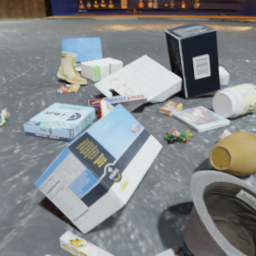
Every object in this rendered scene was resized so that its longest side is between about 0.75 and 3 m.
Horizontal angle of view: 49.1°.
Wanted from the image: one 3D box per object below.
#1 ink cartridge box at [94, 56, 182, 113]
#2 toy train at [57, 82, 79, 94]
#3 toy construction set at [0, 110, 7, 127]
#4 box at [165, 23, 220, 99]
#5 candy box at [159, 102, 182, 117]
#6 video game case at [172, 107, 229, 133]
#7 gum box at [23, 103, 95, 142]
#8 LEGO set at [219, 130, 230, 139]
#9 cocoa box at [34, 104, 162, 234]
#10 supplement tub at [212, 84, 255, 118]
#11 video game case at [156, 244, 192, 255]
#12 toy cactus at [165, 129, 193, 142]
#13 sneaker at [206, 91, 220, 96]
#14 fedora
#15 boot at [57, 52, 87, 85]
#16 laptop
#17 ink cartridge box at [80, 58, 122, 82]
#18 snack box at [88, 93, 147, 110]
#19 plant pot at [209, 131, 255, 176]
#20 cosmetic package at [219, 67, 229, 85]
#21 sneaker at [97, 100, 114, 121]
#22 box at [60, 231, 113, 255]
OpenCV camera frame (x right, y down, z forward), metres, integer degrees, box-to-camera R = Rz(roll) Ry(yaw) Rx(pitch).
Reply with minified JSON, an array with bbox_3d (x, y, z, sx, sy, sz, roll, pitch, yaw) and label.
[{"bbox_3d":[0.427,-1.705,11.764,2.895,0.726,2.348,-35,55,-19],"label":"ink cartridge box"},{"bbox_3d":[-2.702,-1.877,12.837,0.851,0.315,1.133,5,27,8],"label":"toy train"},{"bbox_3d":[-4.565,-0.256,9.550,0.933,0.430,0.612,-21,32,-16],"label":"toy construction set"},{"bbox_3d":[2.782,-3.021,12.309,1.602,2.586,2.542,-14,27,-1],"label":"box"},{"bbox_3d":[1.619,-0.717,10.612,0.502,0.243,0.860,19,31,33],"label":"candy box"},{"bbox_3d":[2.550,-0.336,9.928,1.366,0.172,1.499,-13,29,-24],"label":"video game case"},{"bbox_3d":[-2.238,-0.246,9.455,1.624,0.426,1.912,8,28,16],"label":"gum box"},{"bbox_3d":[3.441,0.616,7.350,0.877,1.084,2.357,12,-7,-21],"label":"LEGO set"},{"bbox_3d":[-0.518,0.733,5.773,1.400,1.423,2.134,45,35,-1],"label":"cocoa box"},{"bbox_3d":[3.929,-0.960,10.145,1.491,1.081,1.081,-15,30,-27],"label":"supplement tub"},{"bbox_3d":[0.581,2.576,4.109,1.614,0.178,1.471,-13,30,-23],"label":"video game case"},{"bbox_3d":[1.490,0.200,8.403,0.850,0.434,0.701,6,-10,23],"label":"toy cactus"},{"bbox_3d":[3.711,-1.614,12.344,0.763,0.287,0.399,6,31,19],"label":"sneaker"},{"bbox_3d":[1.640,1.673,4.612,2.099,0.948,1.856,7,40,-34],"label":"fedora"},{"bbox_3d":[-2.642,-2.902,13.590,1.751,1.361,0.637,24,19,27],"label":"boot"},{"bbox_3d":[-2.667,-4.321,16.429,2.394,1.482,2.557,-5,27,-9],"label":"laptop"},{"bbox_3d":[-1.381,-3.077,14.730,1.811,0.761,1.318,-19,32,-33],"label":"ink cartridge box"},{"bbox_3d":[-0.350,-0.965,10.327,2.109,0.256,0.758,-8,-8,2],"label":"snack box"},{"bbox_3d":[2.441,0.642,6.588,1.186,1.105,1.105,-1,20,-44],"label":"plant pot"},{"bbox_3d":[4.466,-2.629,14.067,0.793,0.578,1.560,1,28,2],"label":"cosmetic package"},{"bbox_3d":[-0.473,-0.178,9.051,0.916,0.868,2.230,0,33,-19],"label":"sneaker"},{"bbox_3d":[-0.693,2.168,4.866,1.151,0.239,0.223,16,30,28],"label":"box"}]
